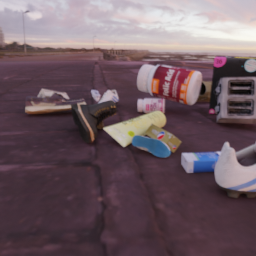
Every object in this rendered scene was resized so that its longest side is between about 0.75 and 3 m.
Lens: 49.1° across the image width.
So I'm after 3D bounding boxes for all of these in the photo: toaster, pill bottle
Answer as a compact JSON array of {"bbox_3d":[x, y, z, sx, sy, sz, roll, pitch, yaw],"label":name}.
[{"bbox_3d":[4.283,-1.000,10.694,1.820,1.646,1.080,3,-7,18],"label":"toaster"},{"bbox_3d":[1.038,-0.989,12.628,1.188,0.674,0.674,1,17,7],"label":"pill bottle"},{"bbox_3d":[1.829,-2.018,12.629,2.621,1.496,1.496,17,23,25],"label":"pill bottle"}]

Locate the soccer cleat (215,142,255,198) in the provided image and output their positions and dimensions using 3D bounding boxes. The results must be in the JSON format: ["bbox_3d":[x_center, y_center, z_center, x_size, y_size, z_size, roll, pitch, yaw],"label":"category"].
[{"bbox_3d":[3.237,0.804,5.870,2.798,1.208,0.977,-1,17,-5],"label":"soccer cleat"}]

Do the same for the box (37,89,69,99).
[{"bbox_3d":[-3.571,-1.426,13.408,1.377,0.566,0.471,5,44,-52],"label":"box"}]

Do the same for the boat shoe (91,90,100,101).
[{"bbox_3d":[-1.614,-1.578,13.692,0.370,0.328,1.005,4,23,-17],"label":"boat shoe"}]

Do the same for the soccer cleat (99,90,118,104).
[{"bbox_3d":[-1.074,-1.371,13.544,0.634,0.783,1.814,1,19,25],"label":"soccer cleat"}]

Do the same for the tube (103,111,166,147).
[{"bbox_3d":[0.356,-0.012,9.566,0.728,0.651,2.508,-5,11,44],"label":"tube"}]

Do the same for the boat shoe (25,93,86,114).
[{"bbox_3d":[-3.225,-1.148,12.401,2.637,0.854,0.948,-7,1,-5],"label":"boat shoe"}]

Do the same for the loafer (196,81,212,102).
[{"bbox_3d":[4.081,-1.951,14.804,2.785,1.059,0.939,-13,-20,-9],"label":"loafer"}]

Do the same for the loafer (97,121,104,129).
[{"bbox_3d":[-1.210,-0.195,10.567,0.359,0.405,1.066,-20,26,-21],"label":"loafer"}]

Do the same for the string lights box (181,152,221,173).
[{"bbox_3d":[1.975,0.869,7.157,1.105,0.326,0.568,-1,17,-4],"label":"string lights box"}]

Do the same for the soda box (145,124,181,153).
[{"bbox_3d":[1.042,0.290,8.624,0.437,0.413,1.289,38,-2,-29],"label":"soda box"}]

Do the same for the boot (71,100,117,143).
[{"bbox_3d":[-0.978,-0.411,9.687,1.662,0.931,2.402,-13,32,-16],"label":"boot"}]

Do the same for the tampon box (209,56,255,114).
[{"bbox_3d":[4.725,-1.915,12.541,1.857,2.478,1.564,6,18,20],"label":"tampon box"}]

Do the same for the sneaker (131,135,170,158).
[{"bbox_3d":[0.711,0.515,8.095,1.197,0.458,0.483,23,3,30],"label":"sneaker"}]
